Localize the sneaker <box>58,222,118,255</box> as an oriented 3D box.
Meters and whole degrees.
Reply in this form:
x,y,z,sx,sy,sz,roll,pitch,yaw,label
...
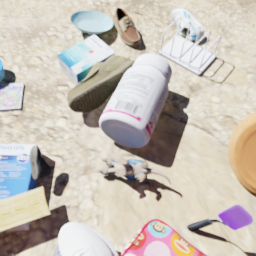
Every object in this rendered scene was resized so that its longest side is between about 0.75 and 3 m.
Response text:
x,y,z,sx,sy,sz,roll,pitch,yaw,label
-0.676,3.085,5.673,1.072,1.129,2.806,-42,61,-1,sneaker

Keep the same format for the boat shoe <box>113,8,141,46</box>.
x,y,z,sx,sy,sz,roll,pitch,yaw,label
-0.101,-4.124,11.371,0.756,0.717,1.997,-25,62,-14,boat shoe

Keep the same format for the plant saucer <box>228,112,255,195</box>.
x,y,z,sx,sy,sz,roll,pitch,yaw,label
3.927,0.747,7.486,2.574,2.574,0.482,47,30,24,plant saucer

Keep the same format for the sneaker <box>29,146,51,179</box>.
x,y,z,sx,sy,sz,roll,pitch,yaw,label
-2.466,0.947,7.882,0.345,0.490,0.923,-7,85,39,sneaker

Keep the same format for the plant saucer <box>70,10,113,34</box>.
x,y,z,sx,sy,sz,roll,pitch,yaw,label
-1.518,-4.280,11.555,1.768,0.340,1.768,7,46,-8,plant saucer

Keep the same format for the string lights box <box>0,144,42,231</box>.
x,y,z,sx,sy,sz,roll,pitch,yaw,label
-3.267,1.615,7.887,1.198,0.688,2.332,0,59,0,string lights box

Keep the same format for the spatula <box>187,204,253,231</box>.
x,y,z,sx,sy,sz,roll,pitch,yaw,label
2.089,2.294,6.785,0.589,2.085,0.214,43,54,-1,spatula

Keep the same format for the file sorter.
x,y,z,sx,sy,sz,roll,pitch,yaw,label
2.307,-3.131,10.522,1.852,1.153,1.285,35,64,20,file sorter

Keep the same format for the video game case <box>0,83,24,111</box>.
x,y,z,sx,sy,sz,roll,pitch,yaw,label
-4.152,-1.099,9.892,0.809,0.102,1.130,-5,59,-3,video game case

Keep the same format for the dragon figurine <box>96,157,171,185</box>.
x,y,z,sx,sy,sz,roll,pitch,yaw,label
0.157,1.199,8.053,2.107,1.047,0.620,7,83,-4,dragon figurine

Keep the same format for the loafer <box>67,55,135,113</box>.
x,y,z,sx,sy,sz,roll,pitch,yaw,label
-0.985,-1.576,9.660,1.007,1.135,2.985,38,57,23,loafer

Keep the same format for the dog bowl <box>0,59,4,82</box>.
x,y,z,sx,sy,sz,roll,pitch,yaw,label
-5.568,-2.131,10.272,2.145,0.532,1.196,11,59,6,dog bowl

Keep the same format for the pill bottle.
x,y,z,sx,sy,sz,roll,pitch,yaw,label
0.355,-0.918,8.888,1.596,1.596,2.816,19,60,11,pill bottle

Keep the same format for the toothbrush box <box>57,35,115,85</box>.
x,y,z,sx,sy,sz,roll,pitch,yaw,label
-1.514,-2.489,10.367,1.731,0.738,1.267,-34,65,-21,toothbrush box

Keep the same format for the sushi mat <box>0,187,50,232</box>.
x,y,z,sx,sy,sz,roll,pitch,yaw,label
-2.900,2.123,7.145,1.680,0.102,0.804,-17,62,-12,sushi mat

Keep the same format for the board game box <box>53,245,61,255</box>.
x,y,z,sx,sy,sz,roll,pitch,yaw,label
-1.195,3.202,6.976,1.222,0.377,1.223,21,77,7,board game box

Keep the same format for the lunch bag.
x,y,z,sx,sy,sz,roll,pitch,yaw,label
0.901,3.777,6.303,2.771,1.135,2.441,36,65,19,lunch bag

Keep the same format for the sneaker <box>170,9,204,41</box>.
x,y,z,sx,sy,sz,roll,pitch,yaw,label
2.293,-4.268,11.493,0.714,0.676,1.767,-30,62,-19,sneaker
